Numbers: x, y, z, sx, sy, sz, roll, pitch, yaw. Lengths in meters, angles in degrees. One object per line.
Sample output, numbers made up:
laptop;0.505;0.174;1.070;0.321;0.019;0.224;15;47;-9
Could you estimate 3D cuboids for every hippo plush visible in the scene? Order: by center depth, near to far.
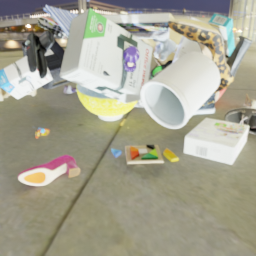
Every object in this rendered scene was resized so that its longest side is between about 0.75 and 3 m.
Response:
hippo plush;1.520;-3.704;12.363;1.382;1.101;1.112;31;-7;45

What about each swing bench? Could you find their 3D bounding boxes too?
swing bench;6.533;-1.230;14.022;1.049;0.684;1.054;1;26;2

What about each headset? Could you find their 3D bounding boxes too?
headset;1.910;-2.284;11.899;1.881;0.884;1.162;-13;40;7

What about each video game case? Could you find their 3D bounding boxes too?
video game case;0.158;-3.800;10.622;2.795;0.321;2.546;2;6;7

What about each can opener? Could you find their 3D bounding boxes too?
can opener;-2.534;-2.077;7.751;0.684;0.848;2.158;27;31;-31

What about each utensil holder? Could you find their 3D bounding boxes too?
utensil holder;1.581;-1.172;8.338;1.619;1.619;1.905;20;52;41

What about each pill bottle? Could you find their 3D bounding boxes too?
pill bottle;1.187;-1.861;13.862;2.889;1.645;1.645;0;20;20

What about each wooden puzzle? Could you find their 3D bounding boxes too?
wooden puzzle;0.520;0.829;9.283;2.020;0.236;1.363;-4;22;-10

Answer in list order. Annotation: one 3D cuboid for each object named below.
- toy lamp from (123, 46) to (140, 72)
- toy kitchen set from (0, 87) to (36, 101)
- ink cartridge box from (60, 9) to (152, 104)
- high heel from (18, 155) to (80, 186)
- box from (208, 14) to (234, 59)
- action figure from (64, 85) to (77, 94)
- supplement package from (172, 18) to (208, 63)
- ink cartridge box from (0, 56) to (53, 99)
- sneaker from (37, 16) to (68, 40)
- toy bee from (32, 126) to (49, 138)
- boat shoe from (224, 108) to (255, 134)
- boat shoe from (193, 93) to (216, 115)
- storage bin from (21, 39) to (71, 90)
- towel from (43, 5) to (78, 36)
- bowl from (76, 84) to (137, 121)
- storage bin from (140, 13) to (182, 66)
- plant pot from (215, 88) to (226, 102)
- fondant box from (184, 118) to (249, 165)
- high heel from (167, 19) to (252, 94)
toy lamp;0.073;-2.018;8.230;0.487;0.487;1.672;-1;-1;-3
toy kitchen set;-6.472;-2.282;15.516;2.059;1.514;2.571;0;22;-1
ink cartridge box;-0.617;-2.281;9.563;2.878;2.110;1.195;18;-15;-40
high heel;-2.288;1.112;7.935;1.758;0.592;0.843;-9;32;-35
box;3.422;-3.291;10.188;0.714;0.427;1.736;33;-7;32
action figure;-2.865;-2.271;16.740;1.841;0.639;1.198;1;18;0
supplement package;2.516;-3.193;10.929;0.991;1.695;0.994;20;-1;0
ink cartridge box;-3.407;-1.699;9.269;1.429;0.614;1.046;-28;-19;1
sneaker;-3.487;-4.786;13.204;1.541;0.593;0.654;32;30;-23
toy bee;-3.428;0.194;10.830;0.750;0.408;0.491;16;1;-34
boat shoe;5.138;-0.177;10.921;2.798;0.935;0.797;16;22;28
boat shoe;3.065;-1.218;13.364;2.387;1.083;0.844;-7;22;-16
storage bin;-3.357;-2.767;11.725;1.416;0.982;2.094;-26;63;-29
towel;-2.338;-4.456;12.590;2.056;0.339;2.839;50;24;2
bowl;-0.821;-1.247;12.569;2.870;1.544;2.870;-1;32;0
storage bin;1.961;-4.240;14.054;1.970;1.985;0.930;-37;-4;9
plant pot;4.156;-2.253;14.896;2.185;2.185;1.933;9;34;21
fondant box;3.144;0.381;9.849;1.628;0.657;2.256;13;26;30
high heel;2.382;-2.287;9.278;2.956;2.107;1.055;13;32;-14
